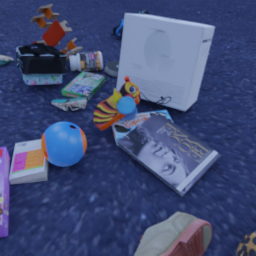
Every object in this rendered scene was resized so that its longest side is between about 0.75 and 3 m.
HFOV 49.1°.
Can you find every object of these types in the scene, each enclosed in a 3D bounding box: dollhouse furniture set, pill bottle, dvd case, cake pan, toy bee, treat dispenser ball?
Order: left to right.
[{"bbox_3d":[-3.324,-3.610,11.677,2.106,2.129,1.097,-29,9,42],"label":"dollhouse furniture set"},{"bbox_3d":[-1.676,0.426,7.314,1.165,1.165,1.165,0,39,0],"label":"treat dispenser ball"},{"bbox_3d":[-1.730,-2.712,11.533,1.299,0.756,0.756,-8,40,-9],"label":"pill bottle"},{"bbox_3d":[-0.445,-2.456,11.562,1.061,0.195,1.061,6,41,-5],"label":"cake pan"},{"bbox_3d":[-0.078,-0.848,8.425,2.243,1.468,1.219,-17,72,-19],"label":"toy bee"},{"bbox_3d":[1.083,0.584,7.589,2.276,0.182,1.692,37,56,27],"label":"dvd case"}]

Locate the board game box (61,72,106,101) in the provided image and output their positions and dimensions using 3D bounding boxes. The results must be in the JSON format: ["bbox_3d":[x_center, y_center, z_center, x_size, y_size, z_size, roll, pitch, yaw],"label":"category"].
[{"bbox_3d":[-1.628,-1.606,10.589,1.070,0.231,1.589,14,41,17],"label":"board game box"}]

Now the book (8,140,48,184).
[{"bbox_3d":[-2.628,0.853,7.501,0.918,0.330,1.374,-9,39,-6],"label":"book"}]

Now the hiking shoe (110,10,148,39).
[{"bbox_3d":[0.204,-5.552,14.795,1.254,1.076,2.892,16,42,17],"label":"hiking shoe"}]

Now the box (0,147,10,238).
[{"bbox_3d":[-3.680,1.543,6.481,1.675,0.478,2.447,-11,40,-14],"label":"box"}]

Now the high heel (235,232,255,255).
[{"bbox_3d":[3.377,2.732,4.635,2.088,1.046,2.928,-23,37,-23],"label":"high heel"}]

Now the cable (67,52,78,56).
[{"bbox_3d":[-2.516,-3.345,12.578,1.295,0.326,0.629,-11,10,-8],"label":"cable"}]

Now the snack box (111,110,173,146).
[{"bbox_3d":[0.452,-0.022,8.543,1.821,0.338,1.058,-8,40,-9],"label":"snack box"}]

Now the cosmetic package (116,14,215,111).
[{"bbox_3d":[1.173,-2.255,9.345,2.572,2.580,1.586,19,26,21],"label":"cosmetic package"}]

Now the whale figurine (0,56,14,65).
[{"bbox_3d":[-5.386,-2.918,12.180,0.606,0.395,0.762,24,21,32],"label":"whale figurine"}]

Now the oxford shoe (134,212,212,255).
[{"bbox_3d":[0.478,2.460,5.257,2.468,0.873,0.911,-23,24,-31],"label":"oxford shoe"}]

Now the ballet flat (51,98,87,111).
[{"bbox_3d":[-1.977,-0.766,9.389,1.228,0.393,0.464,-3,18,11],"label":"ballet flat"}]

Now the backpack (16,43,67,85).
[{"bbox_3d":[-3.284,-2.435,10.496,1.724,1.462,1.942,-8,34,-29],"label":"backpack"}]
